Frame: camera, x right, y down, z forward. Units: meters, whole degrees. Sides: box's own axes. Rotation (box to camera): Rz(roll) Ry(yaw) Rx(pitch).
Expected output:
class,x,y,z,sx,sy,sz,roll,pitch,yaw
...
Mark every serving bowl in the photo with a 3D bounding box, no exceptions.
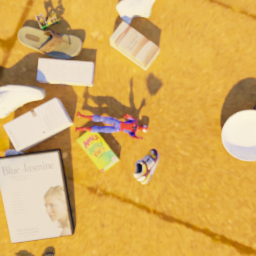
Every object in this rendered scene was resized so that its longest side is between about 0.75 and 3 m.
class,x,y,z,sx,sy,sz,roll,pitch,yaw
serving bowl,3.715,0.197,8.651,1.575,0.518,1.575,4,105,17

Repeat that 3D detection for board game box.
class,x,y,z,sx,sy,sz,roll,pitch,yaw
board game box,-0.944,0.709,8.848,0.676,0.317,1.330,-38,88,-2

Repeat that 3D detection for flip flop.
class,x,y,z,sx,sy,sz,roll,pitch,yaw
flip flop,-2.512,-2.766,8.890,2.130,0.613,0.864,17,87,1

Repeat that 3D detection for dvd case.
class,x,y,z,sx,sy,sz,roll,pitch,yaw
dvd case,-2.817,2.100,8.565,1.973,0.243,2.766,-8,97,0

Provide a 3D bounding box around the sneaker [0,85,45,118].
class,x,y,z,sx,sy,sz,roll,pitch,yaw
sneaker,-3.825,-0.791,8.720,2.627,0.924,1.053,-5,94,6

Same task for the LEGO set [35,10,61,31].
class,x,y,z,sx,sy,sz,roll,pitch,yaw
LEGO set,-2.592,-3.492,8.941,0.792,0.609,0.459,-24,104,6

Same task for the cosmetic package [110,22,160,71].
class,x,y,z,sx,sy,sz,roll,pitch,yaw
cosmetic package,0.209,-2.574,8.871,1.450,0.633,0.749,35,87,2

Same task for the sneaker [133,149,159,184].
class,x,y,z,sx,sy,sz,roll,pitch,yaw
sneaker,0.464,0.895,7.218,0.477,0.397,1.059,44,48,-28

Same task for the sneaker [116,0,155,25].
class,x,y,z,sx,sy,sz,roll,pitch,yaw
sneaker,0.579,-4.008,9.017,1.845,0.694,0.816,-30,99,5

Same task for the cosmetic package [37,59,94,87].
class,x,y,z,sx,sy,sz,roll,pitch,yaw
cosmetic package,-1.971,-1.753,8.924,1.710,0.433,0.706,5,87,0

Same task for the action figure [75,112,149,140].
class,x,y,z,sx,sy,sz,roll,pitch,yaw
action figure,-0.364,-0.069,8.388,2.272,1.125,0.741,5,88,-17

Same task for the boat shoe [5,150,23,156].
class,x,y,z,sx,sy,sz,roll,pitch,yaw
boat shoe,-3.343,1.040,8.744,1.144,0.367,0.422,27,121,-3

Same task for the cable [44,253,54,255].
class,x,y,z,sx,sy,sz,roll,pitch,yaw
cable,-2.915,4.363,8.636,1.359,0.342,0.660,-18,87,-1

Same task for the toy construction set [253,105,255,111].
class,x,y,z,sx,sy,sz,roll,pitch,yaw
toy construction set,4.690,-0.252,8.313,1.418,1.700,1.306,-19,92,7

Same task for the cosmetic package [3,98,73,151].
class,x,y,z,sx,sy,sz,roll,pitch,yaw
cosmetic package,-2.766,-0.087,8.721,1.831,0.678,0.931,-30,87,-3
